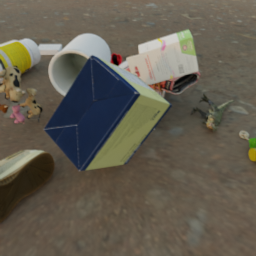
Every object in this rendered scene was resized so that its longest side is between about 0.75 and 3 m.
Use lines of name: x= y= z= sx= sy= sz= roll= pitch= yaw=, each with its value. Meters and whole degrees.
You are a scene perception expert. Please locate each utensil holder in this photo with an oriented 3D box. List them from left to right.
utensil holder: x=-1.501 y=-2.122 z=9.397 sx=1.678 sy=1.678 sz=1.975 roll=5 pitch=35 yaw=7

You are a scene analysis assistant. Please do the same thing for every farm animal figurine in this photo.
farm animal figurine: x=-3.360 y=-1.070 z=8.379 sx=0.944 sy=1.791 sz=1.811 roll=-20 pitch=-9 yaw=24

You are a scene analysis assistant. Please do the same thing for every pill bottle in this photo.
pill bottle: x=-5.092 y=-2.938 z=12.113 sx=1.436 sy=1.436 sz=2.513 roll=16 pitch=37 yaw=22

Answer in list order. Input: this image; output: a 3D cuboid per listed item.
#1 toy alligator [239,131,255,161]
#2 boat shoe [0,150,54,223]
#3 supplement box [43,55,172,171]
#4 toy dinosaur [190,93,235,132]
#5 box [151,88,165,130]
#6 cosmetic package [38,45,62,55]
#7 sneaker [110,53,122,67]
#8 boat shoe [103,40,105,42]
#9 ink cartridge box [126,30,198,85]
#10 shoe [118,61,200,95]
toy alligator: x=3.684 y=0.544 z=7.627 sx=0.694 sy=0.635 sz=2.340 roll=-4 pitch=34 yaw=-6
boat shoe: x=-2.991 y=1.355 z=6.150 sx=0.951 sy=1.056 sz=2.926 roll=11 pitch=32 yaw=32
supplement box: x=-0.386 y=-0.258 z=6.505 sx=1.365 sy=2.034 sz=2.032 roll=44 pitch=18 yaw=23
toy dinosaur: x=2.781 y=-0.578 z=9.411 sx=1.044 sy=0.562 sz=2.370 roll=31 pitch=42 yaw=16
box: x=0.410 y=-1.102 z=9.894 sx=1.619 sy=0.835 sz=2.776 roll=8 pitch=34 yaw=11
cosmetic package: x=-4.203 y=-4.176 z=14.958 sx=1.193 sy=0.308 sz=0.899 roll=0 pitch=32 yaw=-1
sneaker: x=-0.457 y=-2.703 z=11.937 sx=0.829 sy=1.222 sz=2.116 roll=-6 pitch=34 yaw=-9
boat shoe: x=-1.862 y=-2.949 z=11.382 sx=2.153 sy=0.779 sz=0.778 roll=-39 pitch=17 yaw=24
ink cartridge box: x=0.934 y=-1.885 z=7.772 sx=1.795 sy=1.051 sz=0.604 roll=-14 pitch=39 yaw=11
shoe: x=0.934 y=-1.673 z=9.155 sx=2.793 sy=0.998 sz=1.270 roll=-18 pitch=51 yaw=-18
